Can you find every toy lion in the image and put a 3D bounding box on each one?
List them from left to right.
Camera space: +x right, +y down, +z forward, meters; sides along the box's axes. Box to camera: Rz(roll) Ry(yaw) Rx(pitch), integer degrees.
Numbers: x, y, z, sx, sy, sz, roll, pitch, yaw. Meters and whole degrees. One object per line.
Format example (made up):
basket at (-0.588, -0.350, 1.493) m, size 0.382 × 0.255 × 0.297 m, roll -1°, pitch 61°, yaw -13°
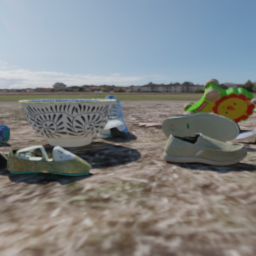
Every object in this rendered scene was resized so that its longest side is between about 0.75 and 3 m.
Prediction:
toy lion at (3.911, -0.818, 11.811) m, size 2.373 × 0.850 × 2.476 m, roll 24°, pitch -42°, yaw -12°

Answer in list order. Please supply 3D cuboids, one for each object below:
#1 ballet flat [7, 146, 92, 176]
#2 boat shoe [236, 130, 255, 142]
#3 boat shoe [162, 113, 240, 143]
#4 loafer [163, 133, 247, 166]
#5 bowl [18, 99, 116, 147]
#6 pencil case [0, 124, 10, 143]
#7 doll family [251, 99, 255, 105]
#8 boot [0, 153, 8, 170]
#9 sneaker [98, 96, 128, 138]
ballet flat at (-1.560, 0.622, 5.486) m, size 1.676 × 0.593 × 0.593 m, roll 1°, pitch 7°, yaw 4°
boat shoe at (3.927, 0.303, 8.877) m, size 0.957 × 0.313 × 0.352 m, roll -16°, pitch 14°, yaw 11°
boat shoe at (2.413, -0.069, 9.213) m, size 2.661 × 0.956 × 0.900 m, roll 4°, pitch 11°, yaw 44°
loafer at (1.723, 0.448, 6.318) m, size 1.859 × 0.635 × 0.703 m, roll -1°, pitch 12°, yaw 7°
bowl at (-1.791, -0.185, 8.574) m, size 2.882 × 1.352 × 2.882 m, roll 0°, pitch 7°, yaw 0°
pencil case at (-4.302, 0.196, 8.497) m, size 1.276 × 0.590 × 0.543 m, roll -4°, pitch -6°, yaw -34°
doll family at (4.841, 0.103, 8.098) m, size 2.948 × 1.328 × 1.830 m, roll 26°, pitch 13°, yaw 31°
boot at (-2.551, 0.670, 6.092) m, size 0.616 × 0.345 × 0.891 m, roll 0°, pitch 6°, yaw -42°
sneaker at (-0.661, -0.523, 10.524) m, size 1.117 × 1.291 × 2.979 m, roll -7°, pitch 17°, yaw -4°
